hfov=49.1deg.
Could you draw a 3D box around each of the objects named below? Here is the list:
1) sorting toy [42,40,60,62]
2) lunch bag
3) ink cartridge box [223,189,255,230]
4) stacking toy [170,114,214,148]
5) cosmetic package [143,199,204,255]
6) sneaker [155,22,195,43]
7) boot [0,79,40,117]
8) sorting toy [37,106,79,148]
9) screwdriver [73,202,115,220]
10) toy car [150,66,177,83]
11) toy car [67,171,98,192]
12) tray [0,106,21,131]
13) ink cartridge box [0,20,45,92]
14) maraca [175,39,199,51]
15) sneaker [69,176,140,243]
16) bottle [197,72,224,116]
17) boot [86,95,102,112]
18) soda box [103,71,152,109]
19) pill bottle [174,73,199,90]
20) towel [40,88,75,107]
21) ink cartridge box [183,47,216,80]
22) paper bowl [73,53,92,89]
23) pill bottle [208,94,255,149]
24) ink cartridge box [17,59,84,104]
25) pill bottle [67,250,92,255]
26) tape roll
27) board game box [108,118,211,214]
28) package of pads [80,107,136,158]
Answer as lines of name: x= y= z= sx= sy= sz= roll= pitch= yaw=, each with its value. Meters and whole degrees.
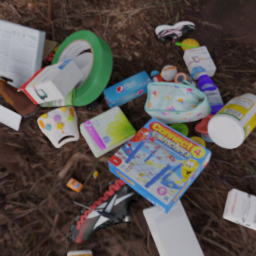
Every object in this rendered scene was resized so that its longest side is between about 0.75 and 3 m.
sorting toy: x=-3.854 y=-3.508 z=12.873 sx=2.249 sy=0.380 sz=1.084 roll=19 pitch=65 yaw=28
lunch bag: x=1.946 y=-0.898 z=10.572 sx=2.218 sy=1.889 sz=1.352 roll=1 pitch=77 yaw=21
ink cartridge box: x=4.148 y=2.875 z=9.781 sx=1.372 sy=0.576 sz=0.998 roll=19 pitch=65 yaw=9
stacking toy: x=2.653 y=0.334 z=11.167 sx=2.038 sy=0.861 sz=1.845 roll=-41 pitch=44 yaw=-20
cosmetic package: x=1.452 y=3.489 z=9.075 sx=1.161 sy=0.915 sz=2.157 roll=-17 pitch=74 yaw=-15
sneaker: x=2.289 y=-4.501 z=13.513 sx=1.881 sy=0.756 sz=0.812 roll=-11 pitch=79 yaw=1
boot: x=-4.656 y=-1.579 z=10.609 sx=0.834 sy=2.436 sz=2.293 roll=-46 pitch=49 yaw=-9
sorting toy: x=-2.683 y=0.000 z=11.245 sx=1.572 sy=0.840 sz=1.415 roll=-24 pitch=85 yaw=-11
screwdriver: x=-1.098 y=2.649 z=9.032 sx=1.417 sy=0.206 sz=0.198 roll=21 pitch=85 yaw=5
toy car: x=1.598 y=-2.190 z=11.879 sx=1.197 sy=1.353 sz=1.247 roll=-11 pitch=63 yaw=-4
toy car: x=-1.710 y=1.856 z=10.394 sx=1.176 sy=0.391 sz=0.577 roll=-39 pitch=67 yaw=-18
tray: x=-4.904 y=-0.431 z=11.516 sx=1.232 sy=0.137 sz=0.662 roll=25 pitch=108 yaw=16
ink cartridge box: x=-4.986 y=-3.090 z=12.098 sx=2.677 sy=2.726 sz=0.590 roll=20 pitch=20 yaw=14
maraca: x=2.787 y=-3.880 z=13.155 sx=1.140 sy=0.610 sz=0.782 roll=17 pitch=25 yaw=20
sneaker: x=-0.671 y=2.936 z=9.513 sx=1.369 sy=0.990 sz=2.802 roll=40 pitch=69 yaw=20
bottle: x=3.407 y=-1.428 z=11.863 sx=0.846 sy=0.661 sz=2.026 roll=-13 pitch=63 yaw=9
boot: x=-1.426 y=-1.171 z=11.675 sx=0.340 sy=0.754 sz=0.920 roll=29 pitch=46 yaw=-34
soda box: x=0.001 y=-1.620 z=11.993 sx=2.039 sy=0.654 sz=0.692 roll=-27 pitch=67 yaw=-13
pill bottle: x=2.350 y=-1.783 z=11.405 sx=0.728 sy=1.371 sz=0.728 roll=-7 pitch=76 yaw=29
towel: x=-2.839 y=-1.639 z=11.331 sx=2.122 sy=0.326 sz=1.583 roll=2 pitch=90 yaw=39
ink cartridge box: x=3.216 y=-2.949 z=12.703 sx=0.976 sy=0.572 sz=1.351 roll=-13 pitch=63 yaw=-6
paper bowl: x=-1.754 y=-2.398 z=11.628 sx=1.788 sy=0.930 sz=1.788 roll=-16 pitch=46 yaw=17
pill bottle: x=3.943 y=-0.349 z=10.084 sx=1.287 sy=1.287 sz=2.282 roll=39 pitch=51 yaw=18
ink cartridge box: x=-2.873 y=-1.628 z=10.211 sx=2.289 sy=0.770 sz=1.330 roll=-4 pitch=43 yaw=41
pill bottle: x=-1.524 y=4.611 z=8.799 sx=0.794 sy=0.794 sz=1.365 roll=-4 pitch=64 yaw=-2
tape roll: x=-1.983 y=-2.417 z=11.431 sx=2.979 sy=0.716 sz=2.979 roll=-10 pitch=73 yaw=35
board game box: x=1.042 y=1.138 z=9.435 sx=2.479 sy=0.693 sz=2.428 roll=32 pitch=61 yaw=27
package of pads: x=-0.827 y=0.111 z=11.119 sx=1.847 sy=0.630 sz=1.427 roll=-27 pitch=67 yaw=-16
